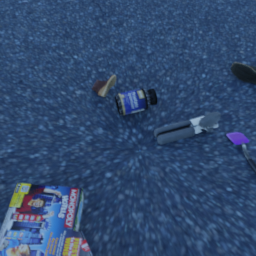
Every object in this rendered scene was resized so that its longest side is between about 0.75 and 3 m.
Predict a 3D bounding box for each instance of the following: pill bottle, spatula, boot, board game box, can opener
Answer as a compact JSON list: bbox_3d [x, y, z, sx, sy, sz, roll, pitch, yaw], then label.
[{"bbox_3d":[0.299,-0.994,10.320,1.458,0.815,0.815,-15,52,-8],"label":"pill bottle"},{"bbox_3d":[3.965,0.880,9.291,0.573,0.208,2.027,-10,52,-8],"label":"spatula"},{"bbox_3d":[5.279,-2.452,11.821,1.777,0.688,1.229,29,51,6],"label":"boot"},{"bbox_3d":[-0.980,-1.769,11.078,0.822,0.357,0.988,37,97,36],"label":"boot"},{"bbox_3d":[-1.989,2.818,7.334,2.513,0.776,2.515,5,51,2],"label":"board game box"},{"bbox_3d":[2.071,-0.094,9.715,2.347,0.785,0.626,-14,52,-12],"label":"can opener"}]
